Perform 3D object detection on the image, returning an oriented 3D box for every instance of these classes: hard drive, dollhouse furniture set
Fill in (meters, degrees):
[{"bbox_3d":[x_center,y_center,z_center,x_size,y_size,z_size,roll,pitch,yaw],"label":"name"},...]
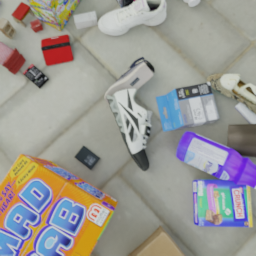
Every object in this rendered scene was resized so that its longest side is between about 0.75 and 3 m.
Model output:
[{"bbox_3d":[-1.490,1.088,10.176,0.780,0.128,0.544,37,82,6],"label":"hard drive"},{"bbox_3d":[5.066,-0.488,10.408,1.224,0.235,1.856,-40,82,-6],"label":"hard drive"},{"bbox_3d":[-4.270,-3.496,10.551,1.393,1.053,2.589,31,81,5],"label":"dollhouse furniture set"}]

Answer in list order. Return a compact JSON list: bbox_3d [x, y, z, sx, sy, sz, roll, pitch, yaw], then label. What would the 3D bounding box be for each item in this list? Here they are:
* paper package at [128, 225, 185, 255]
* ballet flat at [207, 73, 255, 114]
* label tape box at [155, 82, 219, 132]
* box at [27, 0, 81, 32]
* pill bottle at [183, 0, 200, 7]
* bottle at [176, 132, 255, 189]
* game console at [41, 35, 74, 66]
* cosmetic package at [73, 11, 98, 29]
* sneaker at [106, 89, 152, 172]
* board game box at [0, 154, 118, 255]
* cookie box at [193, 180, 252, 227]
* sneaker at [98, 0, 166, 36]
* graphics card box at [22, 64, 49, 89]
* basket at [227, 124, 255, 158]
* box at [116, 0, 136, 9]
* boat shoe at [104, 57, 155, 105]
[{"bbox_3d":[1.034,4.589,9.090,1.836,0.997,1.927,-39,83,-7],"label":"paper package"},{"bbox_3d":[4.096,-1.373,10.065,2.594,0.977,0.880,36,76,13],"label":"ballet flat"},{"bbox_3d":[2.141,-0.746,10.263,1.976,0.626,1.425,-11,80,-2],"label":"label tape box"},{"bbox_3d":[-2.690,-5.029,10.451,1.143,1.805,1.874,28,80,5],"label":"box"},{"bbox_3d":[2.407,-5.512,11.093,0.735,0.735,1.327,-17,80,-3],"label":"pill bottle"},{"bbox_3d":[3.079,1.135,9.349,2.919,1.219,0.953,25,66,17],"label":"bottle"},{"bbox_3d":[-2.765,-3.043,10.931,1.110,0.659,0.956,-12,50,-4],"label":"game console"},{"bbox_3d":[-1.660,-4.219,10.990,0.865,0.466,0.367,-11,80,-3],"label":"cosmetic package"},{"bbox_3d":[0.358,0.005,9.736,1.319,1.105,2.981,-21,88,2],"label":"sneaker"},{"bbox_3d":[-2.313,2.865,8.409,2.927,2.927,2.929,30,81,5],"label":"board game box"},{"bbox_3d":[3.207,2.574,9.613,1.812,0.681,1.550,1,78,0],"label":"cookie box"},{"bbox_3d":[0.139,-4.364,10.571,2.716,1.353,1.017,-16,81,-1],"label":"sneaker"},{"bbox_3d":[-3.517,-1.965,10.696,0.858,0.218,0.538,40,82,8],"label":"graphics card box"},{"bbox_3d":[4.395,0.438,9.573,1.875,1.691,1.275,2,79,20],"label":"basket"},{"bbox_3d":[0.450,-5.952,10.753,2.340,1.546,1.342,-32,81,-6],"label":"box"},{"bbox_3d":[0.024,-1.744,10.454,2.175,1.008,0.812,-34,118,16],"label":"boat shoe"}]
